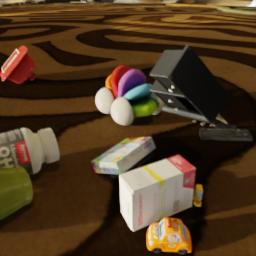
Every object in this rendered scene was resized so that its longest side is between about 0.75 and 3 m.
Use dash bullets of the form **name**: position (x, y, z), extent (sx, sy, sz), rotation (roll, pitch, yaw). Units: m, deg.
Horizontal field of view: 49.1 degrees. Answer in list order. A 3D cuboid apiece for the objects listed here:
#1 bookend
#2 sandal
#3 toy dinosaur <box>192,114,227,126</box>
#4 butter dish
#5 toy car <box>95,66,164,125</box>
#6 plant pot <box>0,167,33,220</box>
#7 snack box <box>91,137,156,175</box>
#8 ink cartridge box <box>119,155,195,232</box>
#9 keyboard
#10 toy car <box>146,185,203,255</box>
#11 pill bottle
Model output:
- **bookend**: position (1.332, -1.279, 8.118), extent (2.193, 2.207, 1.017), rotation (22, 78, 54)
- **sandal**: position (0.169, 1.214, 8.530), extent (1.467, 0.331, 0.551), rotation (-25, 18, -20)
- **toy dinosaur**: position (3.053, -0.621, 11.048), extent (0.739, 0.982, 1.919), rotation (-14, 30, -22)
- **butter dish**: position (-5.631, -3.118, 14.914), extent (2.056, 1.520, 2.051), rotation (-51, 33, 0)
- **toy car**: position (0.077, -1.487, 11.507), extent (2.356, 2.019, 2.692), rotation (-20, 36, -30)
- **plant pot**: position (-3.292, 1.642, 7.014), extent (1.493, 1.551, 1.551), rotation (-10, 30, -42)
- **snack box**: position (-0.129, 0.836, 8.721), extent (1.211, 0.451, 1.702), rotation (-8, 18, 47)
- **ink cartridge box**: position (0.716, 1.597, 7.028), extent (1.791, 1.300, 0.747), rotation (-15, 32, -23)
- **keyboard**: position (3.604, 0.101, 10.473), extent (1.889, 0.374, 0.983), rotation (2, 31, 2)
- **toy car**: position (1.185, 2.044, 6.864), extent (1.071, 0.727, 2.184), rotation (11, 33, 18)
- **pill bottle**: position (-3.426, 0.818, 8.226), extent (2.564, 1.419, 1.419), rotation (-16, 34, -24)
